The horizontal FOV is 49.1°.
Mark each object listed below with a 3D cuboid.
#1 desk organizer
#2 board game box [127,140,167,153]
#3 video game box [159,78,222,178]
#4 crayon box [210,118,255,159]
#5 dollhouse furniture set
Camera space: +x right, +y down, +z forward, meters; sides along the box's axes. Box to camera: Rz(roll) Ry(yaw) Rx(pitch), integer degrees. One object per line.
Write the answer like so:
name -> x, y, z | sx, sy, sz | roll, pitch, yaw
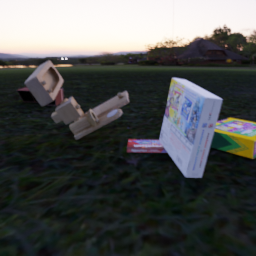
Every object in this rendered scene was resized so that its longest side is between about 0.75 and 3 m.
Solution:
desk organizer -> -5.098, -1.835, 16.259 | 2.492, 0.894, 0.959 | 4, 18, 13
board game box -> 0.817, 0.584, 8.955 | 1.671, 0.162, 0.860 | 1, 17, 3
video game box -> 1.545, -0.110, 7.538 | 0.527, 2.052, 2.252 | 2, 21, -13
crayon box -> 3.673, 0.273, 9.201 | 2.148, 0.626, 1.853 | -13, 22, -41
dollhouse furniture set -> -1.519, -1.312, 9.593 | 2.162, 2.654, 2.524 | -27, 25, 10
